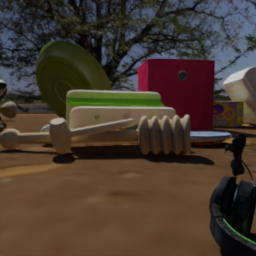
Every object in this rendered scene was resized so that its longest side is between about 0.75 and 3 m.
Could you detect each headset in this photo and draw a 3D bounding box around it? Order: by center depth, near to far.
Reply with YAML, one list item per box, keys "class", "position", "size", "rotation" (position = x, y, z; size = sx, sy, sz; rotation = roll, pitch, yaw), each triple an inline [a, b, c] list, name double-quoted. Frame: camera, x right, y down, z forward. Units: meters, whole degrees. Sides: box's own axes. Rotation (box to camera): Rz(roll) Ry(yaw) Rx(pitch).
- class: "headset"
  position: [0.593, 0.298, 1.236]
  size: [0.487, 0.371, 0.789]
  rotation: [1, 15, 5]

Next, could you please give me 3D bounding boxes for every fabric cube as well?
- class: "fabric cube"
  position: [1.237, -0.875, 7.862]
  size: [1.785, 1.813, 1.819]
  rotation: [0, 4, -7]

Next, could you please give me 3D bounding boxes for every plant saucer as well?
- class: "plant saucer"
  position: [-1.593, -1.021, 7.561]
  size: [2.594, 2.594, 0.403]
  rotation: [3, 33, 35]

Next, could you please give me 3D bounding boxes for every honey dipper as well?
- class: "honey dipper"
  position: [-0.504, 0.096, 3.609]
  size: [2.558, 0.486, 0.486]
  rotation: [-1, 4, 12]

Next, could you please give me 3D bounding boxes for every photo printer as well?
- class: "photo printer"
  position: [4.273, -1.039, 9.561]
  size: [0.852, 2.040, 2.453]
  rotation: [-37, 0, 5]

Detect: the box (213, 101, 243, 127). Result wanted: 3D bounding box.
- class: "box"
  position: [2.933, -0.450, 9.039]
  size: [1.305, 0.796, 1.256]
  rotation: [2, 5, 31]

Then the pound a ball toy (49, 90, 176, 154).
- class: "pound a ball toy"
  position: [-0.221, 0.014, 4.046]
  size: [1.790, 0.761, 1.167]
  rotation: [-1, 28, -17]

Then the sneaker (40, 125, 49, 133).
- class: "sneaker"
  position: [-1.237, 0.144, 4.656]
  size: [0.288, 0.291, 0.802]
  rotation: [-39, -4, -6]

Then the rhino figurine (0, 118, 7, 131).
- class: "rhino figurine"
  position: [-2.871, -0.022, 5.620]
  size: [1.356, 0.406, 0.593]
  rotation: [6, 18, 41]

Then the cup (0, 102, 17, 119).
- class: "cup"
  position: [-5.633, -0.915, 13.357]
  size: [0.791, 0.566, 0.791]
  rotation: [7, -40, 6]

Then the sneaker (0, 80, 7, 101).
- class: "sneaker"
  position: [-4.410, -0.746, 7.629]
  size: [0.940, 0.853, 2.214]
  rotation: [31, 47, 16]

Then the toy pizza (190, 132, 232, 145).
- class: "toy pizza"
  position: [1.140, 0.172, 4.573]
  size: [1.038, 0.165, 1.038]
  rotation: [-1, 3, 0]
